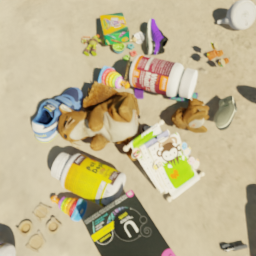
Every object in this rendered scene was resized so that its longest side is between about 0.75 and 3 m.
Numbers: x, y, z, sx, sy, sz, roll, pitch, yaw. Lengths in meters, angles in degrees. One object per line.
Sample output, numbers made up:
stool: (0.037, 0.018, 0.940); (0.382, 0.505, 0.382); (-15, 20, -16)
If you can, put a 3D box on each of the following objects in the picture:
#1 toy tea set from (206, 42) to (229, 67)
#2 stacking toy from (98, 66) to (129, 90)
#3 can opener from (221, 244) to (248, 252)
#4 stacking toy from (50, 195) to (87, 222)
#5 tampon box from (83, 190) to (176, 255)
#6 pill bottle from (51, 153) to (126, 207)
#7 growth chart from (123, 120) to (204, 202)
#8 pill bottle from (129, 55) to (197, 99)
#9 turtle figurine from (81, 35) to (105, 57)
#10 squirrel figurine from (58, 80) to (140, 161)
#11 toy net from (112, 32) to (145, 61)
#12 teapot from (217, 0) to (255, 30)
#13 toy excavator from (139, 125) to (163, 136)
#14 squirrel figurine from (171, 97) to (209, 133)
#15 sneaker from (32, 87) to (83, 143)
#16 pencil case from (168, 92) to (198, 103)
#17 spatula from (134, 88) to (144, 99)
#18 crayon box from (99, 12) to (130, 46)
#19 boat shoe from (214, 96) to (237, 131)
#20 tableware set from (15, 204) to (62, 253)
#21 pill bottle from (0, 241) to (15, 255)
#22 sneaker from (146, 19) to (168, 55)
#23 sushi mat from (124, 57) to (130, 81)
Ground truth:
toy tea set: (3.783, -3.005, 11.996); (1.324, 0.490, 0.787); (40, 54, -29)
stacking toy: (-0.453, -1.869, 11.148); (1.400, 0.768, 0.813); (29, 105, 34)
can opener: (3.340, 3.730, 8.809); (0.787, 0.210, 0.263); (-10, 63, -7)
stacking toy: (-2.054, 2.550, 9.275); (1.251, 0.687, 0.726); (15, 72, 20)
tampon box: (0.020, 3.394, 8.280); (1.728, 1.456, 2.306); (-30, 66, -15)
pill bottle: (-1.337, 1.670, 9.315); (2.319, 1.267, 1.267); (22, 64, 11)
growth chart: (1.326, 1.098, 9.521); (1.981, 0.243, 2.738); (-41, 101, -16)
pill bottle: (1.316, -1.900, 10.554); (2.334, 1.279, 1.279); (18, 63, 19)
turtle figurine: (-1.513, -3.829, 12.760); (1.501, 0.483, 1.210); (9, 62, 5)
squirrel figurine: (-1.052, -0.356, 10.248); (2.777, 2.106, 2.975); (-6, 37, 12)
toy net: (0.209, -3.875, 12.845); (1.005, 0.370, 1.916); (38, 67, 20)
teapot: (5.252, -5.369, 13.279); (1.439, 1.420, 1.051); (15, 18, -20)
toy excavator: (1.221, 0.504, 10.372); (1.348, 0.673, 1.311); (-6, 62, -14)
squirrel figurine: (2.297, -0.569, 10.548); (1.459, 1.032, 1.362); (-10, 44, 17)
sneaker: (-2.646, -0.675, 10.663); (0.976, 1.085, 2.639); (22, 62, 20)
pencil case: (2.211, -1.287, 11.255); (1.118, 0.476, 0.517); (9, 24, -6)
spatula: (0.514, -2.008, 11.509); (0.472, 0.172, 1.670); (3, 84, 42)
crayon box: (-0.641, -4.590, 12.910); (1.125, 0.552, 1.894); (-10, 48, -5)
boat shoe: (3.700, -0.460, 10.392); (0.743, 0.699, 2.069); (-16, 23, 33)
tableware set: (-2.893, 3.234, 9.107); (1.142, 0.159, 1.367); (38, 67, 18)
pill bottle: (-4.676, 3.788, 8.145); (2.356, 1.308, 1.308); (12, 62, 7)
sneaker: (1.346, -4.140, 12.875); (0.993, 0.694, 1.997); (3, 66, -4)
sushi mat: (-0.029, -2.377, 11.218); (0.085, 0.670, 1.400); (15, 26, -7)
